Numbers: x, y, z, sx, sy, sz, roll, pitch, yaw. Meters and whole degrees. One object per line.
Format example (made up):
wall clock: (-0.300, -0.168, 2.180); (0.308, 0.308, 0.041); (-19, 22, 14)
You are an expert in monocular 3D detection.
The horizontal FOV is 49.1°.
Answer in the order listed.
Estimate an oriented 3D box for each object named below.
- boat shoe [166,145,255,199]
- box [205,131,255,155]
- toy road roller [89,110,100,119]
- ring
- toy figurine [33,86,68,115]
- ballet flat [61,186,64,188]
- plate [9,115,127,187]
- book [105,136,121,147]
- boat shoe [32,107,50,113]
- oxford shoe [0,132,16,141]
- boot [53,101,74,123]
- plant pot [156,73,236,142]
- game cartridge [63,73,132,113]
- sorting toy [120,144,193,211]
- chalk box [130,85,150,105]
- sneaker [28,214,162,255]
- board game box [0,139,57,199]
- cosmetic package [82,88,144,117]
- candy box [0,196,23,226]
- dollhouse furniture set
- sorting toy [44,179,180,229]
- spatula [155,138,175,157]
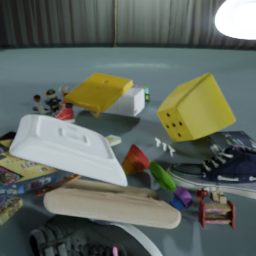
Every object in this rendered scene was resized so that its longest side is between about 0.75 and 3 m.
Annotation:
boat shoe: (2.405, 0.996, 7.477); (2.718, 1.260, 1.015); (5, 23, 12)
box: (3.560, 0.634, 9.431); (1.390, 0.450, 1.763); (-3, 22, -3)
toy road roller: (-1.383, -0.905, 12.752); (0.643, 0.541, 0.881); (-35, 22, 12)
ring: (-1.774, 1.400, 7.144); (1.307, 0.125, 1.307); (-23, 1, 0)
toy figurine: (-3.559, -1.326, 13.092); (1.453, 1.027, 1.476); (-6, 19, 28)
ballet flat: (-1.568, 1.674, 6.997); (0.398, 0.376, 1.182); (-4, 22, -7)
plate: (-1.563, 0.409, 7.764); (2.913, 0.472, 2.920); (19, 12, -20)
book: (-0.752, 0.507, 10.144); (0.557, 0.200, 0.833); (16, 28, 43)
boat shoe: (-4.163, -0.894, 13.404); (0.804, 0.275, 0.297); (1, 22, 3)
oxford shoe: (-4.527, 0.617, 9.493); (1.538, 0.549, 0.548); (-29, 11, -37)
boot: (-2.957, -0.619, 11.792); (1.380, 0.996, 0.500); (-16, 29, -31)
plant pot: (2.213, -0.505, 9.981); (1.703, 1.931, 1.931); (-34, 8, -25)
game cartridge: (-1.329, -1.643, 12.732); (2.172, 0.400, 2.464); (17, 46, 28)
sorting toy: (0.510, 1.429, 7.414); (0.947, 0.953, 2.749); (-38, 36, -10)
chalk box: (0.485, -1.629, 14.369); (1.478, 0.922, 0.916); (12, 25, 24)
sneaker: (-0.713, 2.236, 4.929); (2.642, 0.934, 1.310); (8, 22, 38)
board game box: (-3.364, 1.045, 7.121); (2.555, 0.442, 1.731); (-10, 39, -40)
cosmetic package: (-0.755, -1.385, 13.610); (2.821, 1.044, 1.434); (7, 25, 19)
candy box: (-2.923, 1.924, 6.595); (0.456, 0.221, 0.782); (8, 25, 16)
dollhouse furniture set: (1.956, 1.853, 6.579); (0.703, 0.531, 1.306); (1, 5, 3)
sorting toy: (-0.332, 1.581, 5.903); (2.375, 0.468, 2.566); (8, -4, -2)
spatula: (1.201, 0.629, 9.120); (0.752, 0.087, 1.081); (35, 11, 0)
